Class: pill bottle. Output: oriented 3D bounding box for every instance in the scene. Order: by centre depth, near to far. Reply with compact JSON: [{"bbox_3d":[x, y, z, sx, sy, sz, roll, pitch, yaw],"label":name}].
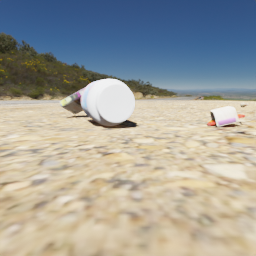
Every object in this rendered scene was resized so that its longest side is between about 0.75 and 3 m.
[{"bbox_3d":[-0.656,-0.807,8.718,1.397,1.397,2.570,-2,7,-16],"label":"pill bottle"}]

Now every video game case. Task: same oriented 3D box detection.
[{"bbox_3d":[-1.922,-1.103,11.550,1.365,0.270,1.506,-27,-13,5],"label":"video game case"}]

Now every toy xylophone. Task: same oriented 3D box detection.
[{"bbox_3d":[3.088,-0.422,8.670,1.245,0.427,1.700,-14,3,21],"label":"toy xylophone"}]
